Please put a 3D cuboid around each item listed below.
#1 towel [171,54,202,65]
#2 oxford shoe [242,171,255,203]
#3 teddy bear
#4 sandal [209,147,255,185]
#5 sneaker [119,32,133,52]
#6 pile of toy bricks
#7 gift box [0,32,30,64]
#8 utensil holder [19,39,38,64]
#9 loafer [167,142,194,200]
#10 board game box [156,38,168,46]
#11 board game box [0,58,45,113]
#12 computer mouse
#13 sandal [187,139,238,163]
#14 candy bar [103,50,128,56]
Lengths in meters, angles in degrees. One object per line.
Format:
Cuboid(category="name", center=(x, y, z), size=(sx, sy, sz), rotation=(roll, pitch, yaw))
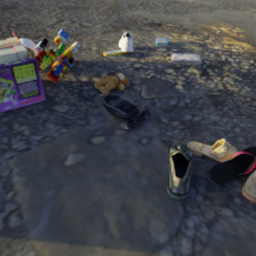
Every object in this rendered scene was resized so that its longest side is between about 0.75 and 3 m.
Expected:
Cuboid(category="towel", center=(2.737, -3.278, 13.270), size=(1.410, 0.243, 0.934), rotation=(3, 36, 5))
Cuboid(category="oxford shoe", center=(3.379, 1.023, 6.614), size=(2.008, 0.751, 0.707), rotation=(-28, 43, -34))
Cuboid(category="teddy bear", center=(-0.614, -1.771, 10.894), size=(1.456, 0.486, 1.056), rotation=(-15, 40, -20))
Cuboid(category="sandal", center=(2.805, 0.907, 6.946), size=(1.721, 0.388, 0.646), rotation=(-20, 63, -21))
Cuboid(category="sneaker", center=(-0.039, -4.450, 14.283), size=(0.710, 0.905, 1.822), rotation=(1, 27, -11))
Cuboid(category="pile of toy bricks", center=(-3.358, -3.028, 12.196), size=(1.429, 1.606, 2.895), rotation=(-26, 34, 33))
Cuboid(category="gift box", center=(-4.447, -2.250, 10.215), size=(1.987, 2.128, 1.964), rotation=(-19, 44, -27))
Cuboid(category="utensil holder", center=(-4.621, -3.309, 12.566), size=(1.142, 1.142, 1.344), rotation=(-9, 33, -13))
Cuboid(category="loafer", center=(1.325, 0.889, 6.944), size=(0.679, 0.595, 1.891), rotation=(6, 35, 8))
Cuboid(category="board game box", center=(1.876, -4.748, 15.441), size=(0.608, 0.180, 0.799), rotation=(3, 35, 5))
Cuboid(category="board game box", center=(-4.173, -1.305, 9.268), size=(2.575, 1.545, 0.416), rotation=(-20, 31, -27))
Cuboid(category="computer mouse", center=(-0.190, -0.526, 9.215), size=(1.626, 0.429, 1.126), rotation=(34, 46, 24))
Cuboid(category="sandal", center=(2.429, 0.543, 7.488), size=(1.663, 0.547, 0.610), rotation=(12, 37, 17))
Cuboid(category="candy bar", center=(-0.571, -3.777, 14.071), size=(1.385, 0.153, 0.345), rotation=(-13, 37, -20))
